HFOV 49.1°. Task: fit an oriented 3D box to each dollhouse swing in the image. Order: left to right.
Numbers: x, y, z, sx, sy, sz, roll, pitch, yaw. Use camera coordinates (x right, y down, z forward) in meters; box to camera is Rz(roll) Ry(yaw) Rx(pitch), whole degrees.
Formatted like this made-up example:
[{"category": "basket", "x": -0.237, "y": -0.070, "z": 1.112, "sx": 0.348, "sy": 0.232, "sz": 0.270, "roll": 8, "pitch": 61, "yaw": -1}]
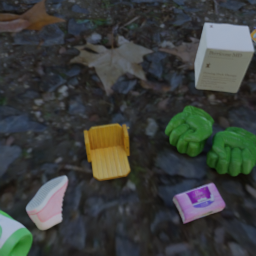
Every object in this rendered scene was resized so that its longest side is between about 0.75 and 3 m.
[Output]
[{"category": "dollhouse swing", "x": -0.589, "y": 0.721, "z": 8.391, "sx": 1.301, "sy": 1.182, "sz": 1.144, "roll": -8, "pitch": 36, "yaw": -7}]

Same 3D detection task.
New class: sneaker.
[{"category": "sneaker", "x": -2.063, "y": 2.057, "z": 7.630, "sx": 0.634, "sy": 0.880, "sz": 1.684, "roll": -15, "pitch": 18, "yaw": 20}]

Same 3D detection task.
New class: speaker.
[{"category": "speaker", "x": -3.730, "y": 2.474, "z": 6.894, "sx": 2.633, "sy": 1.164, "sz": 1.164, "roll": 21, "pitch": 54, "yaw": 16}]

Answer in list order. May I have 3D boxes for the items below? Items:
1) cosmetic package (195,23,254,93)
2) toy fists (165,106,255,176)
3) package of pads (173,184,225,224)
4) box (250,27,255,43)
[{"category": "cosmetic package", "x": 3.454, "y": -2.587, "z": 10.427, "sx": 1.604, "sy": 1.917, "sz": 1.595, "roll": 6, "pitch": 52, "yaw": 5}, {"category": "toy fists", "x": 2.523, "y": 0.403, "z": 8.585, "sx": 2.832, "sy": 0.974, "sz": 1.443, "roll": 28, "pitch": 67, "yaw": 19}, {"category": "package of pads", "x": 1.916, "y": 2.049, "z": 7.658, "sx": 1.221, "sy": 0.462, "sz": 0.736, "roll": -15, "pitch": 56, "yaw": -12}, {"category": "box", "x": 5.817, "y": -3.030, "z": 11.104, "sx": 1.466, "sy": 0.511, "sz": 2.462, "roll": 9, "pitch": 39, "yaw": -48}]
